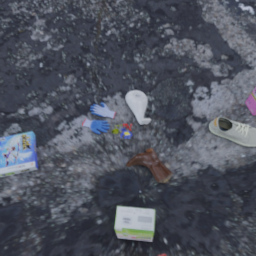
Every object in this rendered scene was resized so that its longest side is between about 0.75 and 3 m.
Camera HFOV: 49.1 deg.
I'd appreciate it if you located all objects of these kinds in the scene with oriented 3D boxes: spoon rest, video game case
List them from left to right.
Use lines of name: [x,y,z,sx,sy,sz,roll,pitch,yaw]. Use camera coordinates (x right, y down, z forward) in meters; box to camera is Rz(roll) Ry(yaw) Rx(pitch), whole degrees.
video game case: [-3.962,0.919,9.987,1.296,0.325,1.429,-11,63,-7]
spoon rest: [0.421,-0.784,10.823,0.886,0.540,1.783,-1,49,-16]

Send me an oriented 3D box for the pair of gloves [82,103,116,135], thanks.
pair of gloves: [-1.097,-0.392,10.785,1.067,0.151,1.327,17,64,9]

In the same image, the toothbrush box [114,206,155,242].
toothbrush box: [0.212,2.860,8.260,1.091,1.498,0.645,4,60,4]

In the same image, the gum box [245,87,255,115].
gum box: [5.700,-1.279,10.685,2.013,1.142,0.666,-16,63,-8]

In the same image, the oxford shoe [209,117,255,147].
oxford shoe: [4.078,0.131,10.248,2.153,0.622,0.809,17,60,6]

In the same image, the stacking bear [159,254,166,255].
stacking bear: [0.511,4.875,7.266,1.553,1.454,2.558,-4,62,-27]

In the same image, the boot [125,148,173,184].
boot: [0.730,1.454,9.623,1.248,0.430,1.339,-28,65,-17]

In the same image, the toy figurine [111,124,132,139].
toy figurine: [-0.109,0.183,10.125,0.852,0.449,0.510,-6,51,-38]
